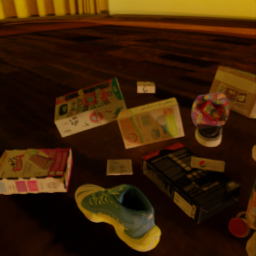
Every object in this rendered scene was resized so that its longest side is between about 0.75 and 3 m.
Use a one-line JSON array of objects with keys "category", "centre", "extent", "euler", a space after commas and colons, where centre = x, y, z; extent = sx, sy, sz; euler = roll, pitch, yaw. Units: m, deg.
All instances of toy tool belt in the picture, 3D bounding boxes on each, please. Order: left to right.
[{"category": "toy tool belt", "centre": [3.366, 2.866, 6.566], "extent": [1.158, 1.177, 1.885], "euler": [18, 16, -40]}]

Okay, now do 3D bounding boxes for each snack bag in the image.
[{"category": "snack bag", "centre": [-0.305, 1.400, 10.018], "extent": [0.907, 0.097, 0.855], "euler": [-2, 29, -2]}]

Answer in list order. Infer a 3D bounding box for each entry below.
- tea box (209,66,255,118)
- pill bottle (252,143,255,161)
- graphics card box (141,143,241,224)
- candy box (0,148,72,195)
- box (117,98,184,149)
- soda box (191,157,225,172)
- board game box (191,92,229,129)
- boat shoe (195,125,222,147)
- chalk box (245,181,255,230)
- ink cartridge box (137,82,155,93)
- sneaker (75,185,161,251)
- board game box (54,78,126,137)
[{"category": "tea box", "centre": [5.706, -1.625, 13.218], "extent": [2.529, 1.717, 2.570], "euler": [2, 24, -34]}, {"category": "pill bottle", "centre": [5.027, 0.827, 10.520], "extent": [0.614, 0.614, 1.027], "euler": [19, 34, 31]}, {"category": "graphics card box", "centre": [1.901, 1.605, 8.990], "extent": [1.758, 0.713, 2.802], "euler": [-17, 33, -29]}, {"category": "candy box", "centre": [-3.098, 1.389, 9.256], "extent": [2.291, 0.699, 1.563], "euler": [-3, 31, -2]}, {"category": "box", "centre": [0.853, -0.185, 10.748], "extent": [2.286, 1.286, 1.158], "euler": [-13, 16, 9]}, {"category": "soda box", "centre": [2.457, 1.131, 8.684], "extent": [0.985, 0.314, 0.335], "euler": [8, -2, 12]}, {"category": "board game box", "centre": [3.369, -0.659, 11.121], "extent": [1.731, 1.367, 0.337], "euler": [-10, 15, -15]}, {"category": "boat shoe", "centre": [3.522, -0.280, 12.066], "extent": [1.064, 1.047, 2.951], "euler": [8, 31, 14]}, {"category": "chalk box", "centre": [4.282, 1.882, 7.895], "extent": [1.328, 1.318, 2.127], "euler": [17, 32, 30]}, {"category": "ink cartridge box", "centre": [1.041, -2.401, 16.585], "extent": [1.023, 0.431, 0.747], "euler": [1, 29, 2]}, {"category": "sneaker", "centre": [-0.346, 1.929, 7.546], "extent": [2.931, 1.540, 1.110], "euler": [22, 36, 33]}, {"category": "board game box", "centre": [-1.648, -0.940, 12.283], "extent": [2.938, 0.944, 2.168], "euler": [-18, 36, 0]}]
